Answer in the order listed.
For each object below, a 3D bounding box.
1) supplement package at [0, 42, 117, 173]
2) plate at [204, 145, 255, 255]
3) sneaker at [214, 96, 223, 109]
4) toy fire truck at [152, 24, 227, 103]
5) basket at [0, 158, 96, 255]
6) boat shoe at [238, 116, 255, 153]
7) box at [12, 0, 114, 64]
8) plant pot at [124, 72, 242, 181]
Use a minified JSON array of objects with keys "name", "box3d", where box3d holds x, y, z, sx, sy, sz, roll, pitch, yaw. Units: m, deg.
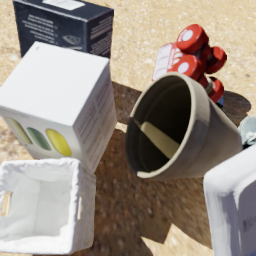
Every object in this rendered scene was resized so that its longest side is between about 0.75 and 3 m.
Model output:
[{"name":"supplement package","box3d":[-1.657,-0.379,7.361,2.034,2.680,2.019,16,60,12]},{"name":"plate","box3d":[2.932,1.592,5.947,2.811,2.805,0.454,-24,27,-20]},{"name":"sneaker","box3d":[2.555,-0.838,9.242,1.271,0.498,0.572,-3,56,-1]},{"name":"toy fire truck","box3d":[1.708,-1.780,9.056,2.329,1.555,2.773,-11,59,48]},{"name":"basket","box3d":[-1.723,1.725,6.172,1.846,1.485,1.830,-3,71,13]},{"name":"boat shoe","box3d":[3.608,0.602,7.857,1.025,0.869,2.814,13,52,11]},{"name":"box","box3d":[-2.040,-2.696,9.137,2.643,2.688,1.578,23,41,16]},{"name":"plant pot","box3d":[1.529,0.227,7.135,2.277,2.625,2.625,20,46,-29]}]
